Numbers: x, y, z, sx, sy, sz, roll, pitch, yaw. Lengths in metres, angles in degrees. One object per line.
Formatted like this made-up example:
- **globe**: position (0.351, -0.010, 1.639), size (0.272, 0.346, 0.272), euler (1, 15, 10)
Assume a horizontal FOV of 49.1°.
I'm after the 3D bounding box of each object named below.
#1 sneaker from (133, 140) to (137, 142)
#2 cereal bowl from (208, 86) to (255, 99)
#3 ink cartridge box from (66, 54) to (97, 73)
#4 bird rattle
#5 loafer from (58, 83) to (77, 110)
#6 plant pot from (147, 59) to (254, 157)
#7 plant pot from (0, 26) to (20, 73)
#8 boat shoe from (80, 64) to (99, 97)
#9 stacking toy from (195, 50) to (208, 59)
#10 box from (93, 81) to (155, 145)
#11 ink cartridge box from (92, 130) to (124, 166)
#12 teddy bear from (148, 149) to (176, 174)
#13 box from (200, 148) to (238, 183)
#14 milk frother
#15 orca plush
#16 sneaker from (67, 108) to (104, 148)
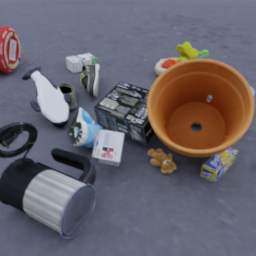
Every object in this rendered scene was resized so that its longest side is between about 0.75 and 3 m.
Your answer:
- **sneaker**: position (0.483, 0.014, 10.237), size (0.677, 0.567, 1.492), euler (-6, 31, 37)
- **cereal bowl**: position (4.027, -1.387, 11.534), size (2.061, 0.858, 2.061), euler (25, -1, 1)
- **ink cartridge box**: position (-2.625, -3.663, 15.791), size (1.485, 0.617, 1.088), euler (-19, 37, -27)
- **bird rattle**: position (2.574, -3.070, 14.684), size (2.341, 1.617, 2.871), euler (-1, 44, 19)
- **loafer**: position (-2.675, -1.561, 12.313), size (0.847, 0.785, 2.253), euler (-12, 32, -15)
- **plant pot**: position (2.098, -0.317, 8.523), size (2.864, 2.005, 2.864), euler (-4, 67, 10)
- **plant pot**: position (-7.291, -4.217, 14.773), size (2.490, 2.734, 2.734), euler (7, 33, 3)
- **boat shoe**: position (-1.818, -2.246, 13.073), size (0.868, 1.027, 2.882), euler (4, 29, -8)
- **stacking toy**: position (2.507, -1.915, 11.551), size (0.600, 2.554, 1.925), euler (33, 32, -9)
- **box**: position (0.149, -0.580, 9.664), size (2.041, 0.879, 1.671), euler (21, 54, 28)
- **ink cartridge box**: position (-0.592, 0.576, 8.267), size (0.818, 0.390, 0.931), euler (10, 63, -1)
- **teddy bear**: position (1.054, 0.961, 8.741), size (0.802, 0.369, 1.107), euler (12, 25, -12)
- **box**: position (2.796, 1.082, 8.571), size (0.488, 0.448, 1.393), euler (26, 42, 35)
- **milk frother**: position (-1.992, 1.157, 6.561), size (2.076, 2.207, 1.991), euler (16, 71, 25)
- **orca plush**: position (-3.293, -1.022, 11.194), size (2.953, 1.050, 1.554), euler (42, 54, 16)
- **sneaker**: position (-1.429, 0.119, 9.878), size (1.121, 0.976, 2.491), euler (23, 16, -23)
